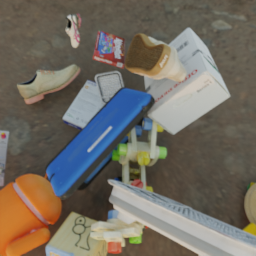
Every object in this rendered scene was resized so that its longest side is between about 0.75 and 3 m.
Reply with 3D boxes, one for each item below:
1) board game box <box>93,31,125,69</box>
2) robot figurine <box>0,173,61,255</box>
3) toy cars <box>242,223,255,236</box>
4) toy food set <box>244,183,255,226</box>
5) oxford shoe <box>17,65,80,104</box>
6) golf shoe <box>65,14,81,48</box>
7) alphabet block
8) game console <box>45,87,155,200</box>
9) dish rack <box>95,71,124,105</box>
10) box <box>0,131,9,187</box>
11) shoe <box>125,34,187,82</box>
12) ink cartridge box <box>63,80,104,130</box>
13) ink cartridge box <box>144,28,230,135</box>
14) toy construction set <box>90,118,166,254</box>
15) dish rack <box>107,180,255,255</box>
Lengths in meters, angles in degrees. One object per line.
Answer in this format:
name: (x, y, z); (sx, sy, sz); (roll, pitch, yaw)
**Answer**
board game box: (-0.513, -2.272, 7.996); (0.859, 0.162, 1.669); (15, 39, -13)
robot figurine: (-2.534, 2.043, 6.327); (2.414, 1.737, 1.408); (-40, 98, -19)
toy cars: (2.453, 2.609, 6.553); (2.179, 0.482, 0.977); (7, 86, 8)
toy food set: (3.628, 2.013, 6.921); (1.521, 0.370, 1.505); (16, 64, 8)
oxford shoe: (-2.312, -1.424, 8.212); (1.900, 0.701, 0.672); (-32, 31, -8)
golf shoe: (-1.426, -2.452, 7.135); (0.404, 0.878, 0.319); (-21, 49, -30)
alphabet block: (-1.048, 2.598, 5.956); (0.980, 0.985, 1.004); (17, 31, 15)
game console: (-0.381, 0.510, 6.163); (2.538, 2.166, 1.502); (-48, 117, -7)
dish rack: (-0.466, -1.132, 7.924); (0.794, 0.925, 0.201); (-6, 24, 20)
box: (-3.323, 0.709, 6.535); (0.279, 1.058, 1.357); (3, 85, 20)
shoe: (0.462, -1.360, 5.608); (0.615, 0.805, 2.302); (20, 16, -22)
ink cartridge box: (-0.880, -0.514, 8.235); (1.503, 0.331, 1.531); (23, 63, 9)
ink cartridge box: (1.193, -1.088, 6.350); (0.880, 1.524, 2.087); (36, 33, -28)
toy construction set: (0.124, 1.354, 6.261); (1.362, 1.939, 2.957); (19, 56, -4)
dish rack: (1.100, 1.778, 4.965); (2.819, 2.419, 0.614); (13, 78, 42)
